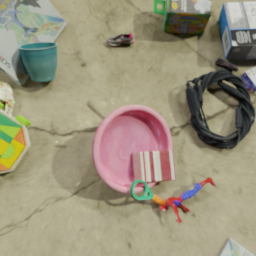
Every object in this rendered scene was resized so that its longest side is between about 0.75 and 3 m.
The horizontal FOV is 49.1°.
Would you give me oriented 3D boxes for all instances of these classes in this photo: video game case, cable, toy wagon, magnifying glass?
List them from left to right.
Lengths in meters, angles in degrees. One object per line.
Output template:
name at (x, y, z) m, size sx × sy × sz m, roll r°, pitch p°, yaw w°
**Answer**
toy wagon at (-4.436, 0.180, 8.392) m, size 2.823 × 0.559 × 2.191 m, roll 34°, pitch 85°, yaw -8°
video game case at (-3.629, -3.321, 9.042) m, size 0.321 × 2.659 × 2.917 m, roll 15°, pitch 69°, yaw 39°
magnifying glass at (0.593, 1.940, 8.072) m, size 1.369 × 0.153 × 0.545 m, roll 36°, pitch 69°, yaw -30°
cable at (3.054, -0.593, 9.139) m, size 2.155 × 0.671 × 2.641 m, roll -11°, pitch 74°, yaw -11°
video game case at (3.088, 3.904, 7.848) m, size 1.160 × 0.128 × 1.057 m, roll 35°, pitch 75°, yaw 11°

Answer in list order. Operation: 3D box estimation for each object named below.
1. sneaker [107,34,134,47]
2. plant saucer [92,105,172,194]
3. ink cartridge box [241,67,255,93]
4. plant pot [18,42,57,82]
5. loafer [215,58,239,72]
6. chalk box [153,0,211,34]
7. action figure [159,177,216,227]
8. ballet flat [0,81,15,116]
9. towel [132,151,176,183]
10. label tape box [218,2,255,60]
sneaker at (-0.288, -3.198, 10.028) m, size 0.982 × 0.366 × 0.396 m, roll -5°, pitch 62°, yaw 7°
plant saucer at (0.093, 0.601, 8.184) m, size 2.534 × 0.642 × 2.534 m, roll -2°, pitch 94°, yaw -27°
ink cartridge box at (4.397, -1.691, 9.547) m, size 1.045 × 0.399 × 0.713 m, roll -24°, pitch 73°, yaw -10°
plant pot at (-2.872, -2.141, 9.209) m, size 1.191 × 1.191 × 1.119 m, roll -1°, pitch 117°, yaw 0°
loafer at (3.426, -2.136, 9.776) m, size 0.828 × 0.298 × 0.261 m, roll 35°, pitch 84°, yaw 19°
chalk box at (1.852, -4.195, 9.943) m, size 1.930 × 1.195 × 1.201 m, roll 5°, pitch 76°, yaw 2°
action figure at (1.786, 2.182, 8.125) m, size 1.737 × 0.567 × 0.860 m, roll -26°, pitch 78°, yaw 4°
ballet flat at (-4.158, -0.602, 9.022) m, size 0.859 × 0.726 × 2.271 m, roll -9°, pitch 71°, yaw 0°
towel at (0.763, 1.138, 8.266) m, size 1.245 × 0.142 × 0.897 m, roll -3°, pitch 78°, yaw -4°
label tape box at (4.698, -3.408, 9.734) m, size 2.698 × 0.854 × 1.946 m, roll -2°, pitch 66°, yaw 2°
